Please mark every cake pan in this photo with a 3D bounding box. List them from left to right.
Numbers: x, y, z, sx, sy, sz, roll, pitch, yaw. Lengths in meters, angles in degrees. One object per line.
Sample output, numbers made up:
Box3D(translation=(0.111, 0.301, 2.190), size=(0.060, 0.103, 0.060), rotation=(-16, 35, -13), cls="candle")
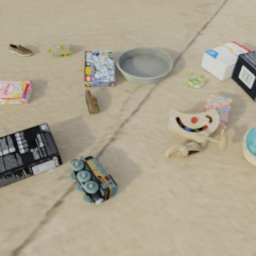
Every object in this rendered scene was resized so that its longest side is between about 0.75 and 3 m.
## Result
Box3D(translation=(0.762, -2.889, 13.001), size=(2.614, 0.479, 2.614), rotation=(0, 47, 0), cls="cake pan")

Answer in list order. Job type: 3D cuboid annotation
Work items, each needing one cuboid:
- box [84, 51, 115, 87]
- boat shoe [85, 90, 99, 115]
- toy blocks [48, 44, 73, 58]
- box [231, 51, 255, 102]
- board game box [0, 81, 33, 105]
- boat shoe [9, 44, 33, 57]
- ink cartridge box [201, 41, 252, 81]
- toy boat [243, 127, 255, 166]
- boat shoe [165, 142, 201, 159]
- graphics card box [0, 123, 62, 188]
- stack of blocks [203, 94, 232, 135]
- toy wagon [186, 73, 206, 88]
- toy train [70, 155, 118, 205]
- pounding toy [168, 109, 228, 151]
Box3D(translation=(-1.299, -2.686, 12.623), size=(1.331, 0.388, 1.943), rotation=(-1, 57, -4), cls="box")
Box3D(translation=(-1.456, -1.041, 11.308), size=(0.431, 0.456, 1.268), rotation=(-8, 56, -14), cls="boat shoe")
Box3D(translation=(-3.410, -3.964, 14.068), size=(1.165, 0.582, 0.796), rotation=(-9, 36, -10), cls="toy blocks")
Box3D(translation=(6.037, -2.340, 11.895), size=(2.442, 1.307, 1.812), rotation=(-13, 48, -12), cls="box")
Box3D(translation=(-4.912, -1.485, 11.739), size=(1.546, 0.358, 1.171), rotation=(-2, 46, -2), cls="board game box")
Box3D(translation=(-5.404, -3.918, 13.989), size=(1.286, 0.476, 0.475), rotation=(12, 47, 11), cls="boat shoe")
Box3D(translation=(4.831, -3.226, 13.080), size=(2.445, 0.822, 1.420), rotation=(-25, 51, -23), cls="ink cartridge box")
Box3D(translation=(4.852, 1.032, 8.556), size=(2.459, 1.359, 2.925), rotation=(13, 44, 9), cls="toy boat")
Box3D(translation=(1.878, 0.809, 9.485), size=(1.280, 0.456, 0.413), rotation=(-14, 48, -15), cls="boat shoe")
Box3D(translation=(-3.685, 0.923, 9.223), size=(2.646, 0.673, 1.660), rotation=(-21, 49, -17), cls="graphics card box")
Box3D(translation=(3.375, -0.560, 10.776), size=(0.928, 0.472, 1.611), rotation=(16, 49, 15), cls="stack of blocks")
Box3D(translation=(2.941, -2.136, 12.484), size=(0.770, 0.196, 0.992), rotation=(-24, 50, -21), cls="toy wagon")
Box3D(translation=(-1.103, 1.559, 8.631), size=(1.021, 0.763, 1.792), rotation=(-16, 45, -31), cls="toy train")
Box3D(translation=(2.413, -0.171, 9.579), size=(2.240, 1.285, 1.281), rotation=(21, 78, 20), cls="pounding toy")
